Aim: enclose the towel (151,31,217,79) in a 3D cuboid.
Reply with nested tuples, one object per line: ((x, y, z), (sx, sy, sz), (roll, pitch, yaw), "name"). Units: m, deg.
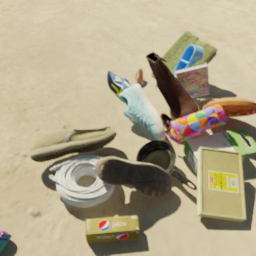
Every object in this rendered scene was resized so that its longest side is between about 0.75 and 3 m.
((2.534, -2.991, 12.907), (2.033, 0.500, 2.741), (40, 92, 20), "towel")

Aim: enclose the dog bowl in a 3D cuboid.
((2.538, -2.764, 11.961), (0.418, 1.685, 0.939), (19, 18, -27), "dog bowl")

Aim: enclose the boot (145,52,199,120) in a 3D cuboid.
((1.542, -1.549, 10.558), (0.989, 2.275, 2.734), (-34, 31, 7), "boot")

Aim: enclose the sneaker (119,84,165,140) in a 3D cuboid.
((0.468, -0.468, 10.802), (1.118, 1.009, 2.729), (-26, 54, -4), "sneaker")

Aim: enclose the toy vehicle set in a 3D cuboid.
((2.737, 1.626, 8.323), (1.296, 0.276, 2.086), (8, 61, 1), "toy vehicle set")

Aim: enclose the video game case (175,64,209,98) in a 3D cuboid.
((2.693, -1.846, 11.583), (1.248, 1.742, 0.157), (-12, 56, 11), "video game case")

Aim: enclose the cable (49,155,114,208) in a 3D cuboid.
((-1.304, 1.622, 8.660), (1.838, 0.637, 1.839), (-27, 48, -30), "cable")

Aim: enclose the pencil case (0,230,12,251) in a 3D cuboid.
((-3.471, 3.104, 7.049), (0.470, 0.510, 1.103), (29, 47, -1), "pencil case")

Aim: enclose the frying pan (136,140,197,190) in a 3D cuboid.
((1.314, 1.123, 9.067), (2.253, 0.367, 1.363), (13, 66, 26), "frying pan")

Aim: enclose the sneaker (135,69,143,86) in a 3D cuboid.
((0.515, -2.326, 13.412), (0.360, 0.404, 1.010), (16, 61, -16), "sneaker")

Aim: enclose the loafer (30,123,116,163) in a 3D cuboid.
((-1.828, 0.325, 9.411), (2.947, 1.115, 1.006), (-12, 73, -20), "loafer")

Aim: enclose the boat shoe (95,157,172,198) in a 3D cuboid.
((0.175, 1.378, 8.309), (2.523, 0.955, 0.906), (23, -6, -21), "boat shoe")

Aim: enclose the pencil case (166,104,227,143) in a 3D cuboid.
((2.311, -0.148, 9.494), (1.945, 0.860, 0.860), (-20, 44, -4), "pencil case")

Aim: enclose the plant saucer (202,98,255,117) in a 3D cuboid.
((3.848, -0.752, 10.510), (2.056, 2.056, 0.332), (2, 81, 2), "plant saucer")

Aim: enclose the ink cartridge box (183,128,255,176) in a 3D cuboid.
((3.162, 0.799, 9.547), (2.237, 0.663, 1.161), (-11, 43, -10), "ink cartridge box")

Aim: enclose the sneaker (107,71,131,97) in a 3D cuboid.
((-0.403, -2.013, 12.840), (0.756, 0.680, 1.839), (-16, 48, -25), "sneaker")

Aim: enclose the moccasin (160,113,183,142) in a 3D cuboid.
((1.676, -0.038, 10.444), (0.484, 0.510, 1.322), (-34, 72, -2), "moccasin")

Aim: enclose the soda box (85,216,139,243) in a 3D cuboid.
((-0.425, 2.717, 7.513), (1.419, 0.481, 0.454), (-3, 41, -4), "soda box")
